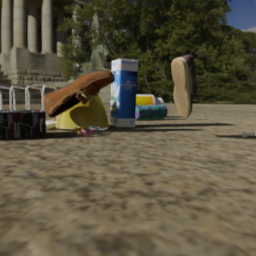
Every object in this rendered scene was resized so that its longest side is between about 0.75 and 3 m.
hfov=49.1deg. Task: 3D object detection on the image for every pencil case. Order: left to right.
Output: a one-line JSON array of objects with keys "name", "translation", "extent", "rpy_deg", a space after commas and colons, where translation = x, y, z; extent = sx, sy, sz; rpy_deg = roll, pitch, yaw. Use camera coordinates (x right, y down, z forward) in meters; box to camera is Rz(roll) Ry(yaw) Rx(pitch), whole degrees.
[{"name": "pencil case", "translation": [1.112, -0.855, 15.084], "extent": [2.000, 0.851, 0.924], "rpy_deg": [-3, 31, -28]}]

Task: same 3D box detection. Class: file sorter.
[{"name": "file sorter", "translation": [-4.294, -0.813, 11.139], "extent": [2.644, 1.647, 1.835], "rpy_deg": [0, 6, 3]}]

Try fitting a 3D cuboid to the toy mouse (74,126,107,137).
[{"name": "toy mouse", "translation": [-1.209, 0.118, 9.015], "extent": [1.090, 0.237, 1.226], "rpy_deg": [0, 7, 2]}]

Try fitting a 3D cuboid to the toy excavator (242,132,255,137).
[{"name": "toy excavator", "translation": [3.851, 0.184, 8.186], "extent": [0.782, 0.401, 0.804], "rpy_deg": [-1, -7, -1]}]

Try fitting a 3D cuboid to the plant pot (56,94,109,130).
[{"name": "plant pot", "translation": [-1.797, -0.755, 11.074], "extent": [2.087, 1.482, 2.087], "rpy_deg": [0, 4, 0]}]

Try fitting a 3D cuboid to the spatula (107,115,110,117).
[{"name": "spatula", "translation": [-1.144, -0.824, 17.363], "extent": [2.952, 0.303, 0.834], "rpy_deg": [-4, 14, -29]}]

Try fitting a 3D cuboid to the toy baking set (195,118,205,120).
[{"name": "toy baking set", "translation": [4.015, -0.501, 15.523], "extent": [0.547, 0.083, 0.713], "rpy_deg": [6, 8, 24]}]

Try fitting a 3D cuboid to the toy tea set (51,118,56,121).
[{"name": "toy tea set", "translation": [-3.286, -0.318, 13.112], "extent": [0.606, 0.377, 1.020], "rpy_deg": [-30, 13, -4]}]

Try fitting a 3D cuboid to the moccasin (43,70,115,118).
[{"name": "moccasin", "translation": [-1.626, -1.144, 9.547], "extent": [2.605, 1.005, 0.953], "rpy_deg": [-24, -21, -4]}]

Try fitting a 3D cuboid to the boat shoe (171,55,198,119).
[{"name": "boat shoe", "translation": [1.677, -1.141, 7.942], "extent": [0.627, 1.934, 0.696], "rpy_deg": [-28, 38, -17]}]

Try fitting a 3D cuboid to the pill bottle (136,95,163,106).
[{"name": "pill bottle", "translation": [0.803, -1.322, 17.017], "extent": [2.504, 1.368, 1.368], "rpy_deg": [-1, 6, -12]}]

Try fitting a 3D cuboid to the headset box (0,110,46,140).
[{"name": "headset box", "translation": [-3.683, -0.130, 8.596], "extent": [2.137, 0.825, 1.590], "rpy_deg": [-1, 6, -20]}]

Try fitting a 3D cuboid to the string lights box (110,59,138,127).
[{"name": "string lights box", "translation": [-0.194, -1.418, 11.487], "extent": [0.773, 2.620, 1.346], "rpy_deg": [0, 8, -17]}]
